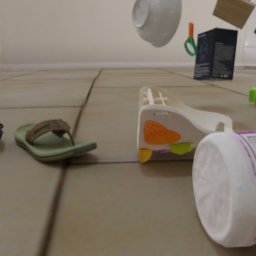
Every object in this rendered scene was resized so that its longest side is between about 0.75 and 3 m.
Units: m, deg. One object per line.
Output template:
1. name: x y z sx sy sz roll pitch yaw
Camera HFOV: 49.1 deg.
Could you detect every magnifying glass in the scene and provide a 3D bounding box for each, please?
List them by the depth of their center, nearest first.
1. magnifying glass: 1.992 -2.799 8.934 0.153 1.362 0.542 -35 63 -8

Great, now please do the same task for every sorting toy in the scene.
1. sorting toy: 1.462 -0.046 6.667 2.452 1.455 2.723 3 16 2
2. sorting toy: 3.198 -3.629 8.404 1.063 0.370 1.056 32 -13 10

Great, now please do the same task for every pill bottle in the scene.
1. pill bottle: 2.327 0.739 3.772 2.593 1.456 1.456 -1 16 -6

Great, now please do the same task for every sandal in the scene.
1. sandal: -1.987 0.161 6.882 2.952 0.842 1.172 14 21 40

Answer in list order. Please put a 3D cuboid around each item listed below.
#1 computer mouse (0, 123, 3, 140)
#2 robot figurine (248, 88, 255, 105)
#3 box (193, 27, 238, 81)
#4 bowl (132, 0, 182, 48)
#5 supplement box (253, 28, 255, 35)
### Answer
1. computer mouse: -3.995 -0.252 7.213 1.743 0.571 2.482 35 1 -25
2. robot figurine: 6.091 -1.378 11.995 1.671 0.966 1.466 10 22 38
3. box: 3.420 -2.832 11.097 1.017 1.899 1.410 1 9 -14
4. bowl: 0.626 -3.078 7.578 0.762 1.695 1.695 -4 16 -31
5. supplement box: 3.208 -1.251 3.969 2.364 1.295 1.287 45 17 9
